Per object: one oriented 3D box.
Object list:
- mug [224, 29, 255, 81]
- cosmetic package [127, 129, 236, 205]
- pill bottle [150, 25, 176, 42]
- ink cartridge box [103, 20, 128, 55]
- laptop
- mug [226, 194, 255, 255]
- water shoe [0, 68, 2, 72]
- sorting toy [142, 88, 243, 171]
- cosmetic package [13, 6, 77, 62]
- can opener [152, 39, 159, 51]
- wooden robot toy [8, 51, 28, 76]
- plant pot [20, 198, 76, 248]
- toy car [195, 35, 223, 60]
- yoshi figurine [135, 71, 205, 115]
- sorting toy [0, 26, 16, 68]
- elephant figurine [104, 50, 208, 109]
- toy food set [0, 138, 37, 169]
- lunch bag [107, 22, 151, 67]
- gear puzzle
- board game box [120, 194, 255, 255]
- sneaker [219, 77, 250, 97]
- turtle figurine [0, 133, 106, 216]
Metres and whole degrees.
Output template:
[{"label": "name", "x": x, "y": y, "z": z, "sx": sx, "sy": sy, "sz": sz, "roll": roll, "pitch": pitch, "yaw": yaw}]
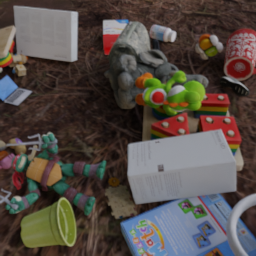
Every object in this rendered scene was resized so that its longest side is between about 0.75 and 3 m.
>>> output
[{"label": "mug", "x": 4.881, "y": -2.957, "z": 11.543, "sx": 1.830, "sy": 1.375, "sz": 2.061, "roll": 14, "pitch": 48, "yaw": 17}, {"label": "cosmetic package", "x": 1.292, "y": 0.964, "z": 7.076, "sx": 2.495, "sy": 1.012, "sz": 1.408, "roll": -12, "pitch": 31, "yaw": 7}, {"label": "pill bottle", "x": 1.712, "y": -4.625, "z": 13.797, "sx": 1.187, "sy": 0.645, "sz": 0.645, "roll": 25, "pitch": 49, "yaw": 24}, {"label": "ink cartridge box", "x": -0.559, "y": -4.368, "z": 13.447, "sx": 1.281, "sy": 0.741, "sz": 2.205, "roll": -3, "pitch": 44, "yaw": -3}, {"label": "laptop", "x": -4.303, "y": -1.396, "z": 10.412, "sx": 0.989, "sy": 0.573, "sz": 0.926, "roll": 14, "pitch": 46, "yaw": 15}, {"label": "mug", "x": 3.266, "y": 2.432, "z": 5.165, "sx": 2.594, "sy": 2.184, "sz": 2.958, "roll": -37, "pitch": 55, "yaw": -23}, {"label": "water shoe", "x": -6.474, "y": -2.827, "z": 11.563, "sx": 2.668, "sy": 1.053, "sz": 0.954, "roll": 18, "pitch": 48, "yaw": 17}, {"label": "sorting toy", "x": 1.907, "y": -0.165, "z": 8.768, "sx": 2.875, "sy": 1.007, "sz": 2.893, "roll": 2, "pitch": 44, "yaw": 3}, {"label": "cosmetic package", "x": -3.555, "y": -4.071, "z": 12.154, "sx": 2.678, "sy": 2.019, "sz": 0.692, "roll": 11, "pitch": 22, "yaw": 11}, {"label": "can opener", "x": 1.174, "y": -2.775, "z": 11.206, "sx": 0.608, "sy": 1.547, "sz": 0.490, "roll": -18, "pitch": 23, "yaw": -9}, {"label": "wooden robot toy", "x": -4.718, "y": -2.987, "z": 11.992, "sx": 0.907, "sy": 0.881, "sz": 2.000, "roll": -21, "pitch": 47, "yaw": -36}, {"label": "plant pot", "x": -1.812, "y": 2.223, "z": 6.289, "sx": 0.969, "sy": 1.054, "sz": 1.054, "roll": -17, "pitch": 44, "yaw": 3}, {"label": "toy car", "x": 3.473, "y": -3.600, "z": 12.146, "sx": 0.969, "sy": 1.107, "sz": 0.830, "roll": -25, "pitch": 51, "yaw": 33}, {"label": "yoshi figurine", "x": 1.302, "y": -1.003, "z": 8.199, "sx": 2.207, "sy": 1.240, "sz": 1.236, "roll": 20, "pitch": 78, "yaw": 44}, {"label": "sorting toy", "x": -5.297, "y": -2.887, "z": 10.754, "sx": 1.992, "sy": 0.693, "sz": 1.980, "roll": -13, "pitch": 47, "yaw": 7}, {"label": "elephant figurine", "x": 0.895, "y": -1.784, "z": 10.017, "sx": 2.881, "sy": 2.039, "sz": 2.235, "roll": -14, "pitch": 73, "yaw": -16}, {"label": "toy food set", "x": -3.774, "y": 0.741, "z": 8.327, "sx": 1.892, "sy": 0.298, "sz": 1.202, "roll": 1, "pitch": 43, "yaw": 1}, {"label": "lunch bag", "x": 0.094, "y": -3.037, "z": 11.245, "sx": 1.503, "sy": 1.809, "sz": 2.157, "roll": 11, "pitch": 44, "yaw": 11}, {"label": "gear puzzle", "x": -0.270, "y": 1.800, "z": 7.272, "sx": 0.650, "sy": 0.164, "sz": 1.255, "roll": -7, "pitch": 44, "yaw": -21}, {"label": "board game box", "x": 1.376, "y": 2.536, "z": 6.281, "sx": 2.561, "sy": 0.469, "sz": 1.937, "roll": -17, "pitch": 46, "yaw": -17}, {"label": "sneaker", "x": 4.156, "y": -1.647, "z": 10.774, "sx": 0.501, "sy": 0.467, "sz": 1.264, "roll": -22, "pitch": 47, "yaw": -28}, {"label": "turtle figurine", "x": -2.034, "y": 1.115, "z": 6.988, "sx": 2.719, "sy": 2.036, "sz": 1.369, "roll": 16, "pitch": 2, "yaw": 2}]
